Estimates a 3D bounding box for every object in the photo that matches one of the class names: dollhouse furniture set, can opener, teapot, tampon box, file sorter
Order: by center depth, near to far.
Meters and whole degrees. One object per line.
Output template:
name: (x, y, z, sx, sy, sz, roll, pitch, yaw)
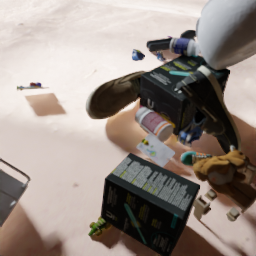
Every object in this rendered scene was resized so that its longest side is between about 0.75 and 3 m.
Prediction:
file sorter: (-3.178, 1.602, 5.474, 1.550, 1.391, 2.234, 35, 57, -12)
tampon box: (0.443, 1.628, 6.138, 1.751, 1.312, 1.105, 24, 36, 21)
dollhouse furniture set: (2.450, 1.647, 6.670, 1.783, 0.789, 0.924, -33, 51, -25)
teapot: (3.049, -3.109, 7.776, 2.869, 2.906, 2.123, -14, 77, -60)
tampon box: (1.772, -1.183, 9.054, 2.300, 1.452, 1.724, -31, 52, -28)
can opener: (1.939, -3.923, 12.383, 2.263, 0.757, 0.604, -11, 45, -11)

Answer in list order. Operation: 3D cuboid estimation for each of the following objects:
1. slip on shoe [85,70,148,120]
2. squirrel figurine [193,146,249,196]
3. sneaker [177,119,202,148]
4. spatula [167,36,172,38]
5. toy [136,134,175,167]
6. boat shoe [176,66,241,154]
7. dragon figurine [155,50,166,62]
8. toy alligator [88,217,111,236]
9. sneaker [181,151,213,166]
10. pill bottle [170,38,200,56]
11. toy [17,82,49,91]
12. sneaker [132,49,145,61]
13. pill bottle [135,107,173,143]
slip on shoe: (-0.111, -1.165, 9.231, 2.875, 1.093, 0.871, -29, 14, -34)
squirrel figurine: (2.192, 0.876, 6.569, 1.128, 0.855, 1.208, -34, 19, -37)
sneaker: (2.034, 0.053, 8.312, 1.284, 0.475, 0.528, -47, 59, -2)
spatula: (1.883, -4.160, 13.113, 0.236, 0.086, 0.836, 12, 45, 12)
toy: (0.788, 0.657, 7.990, 0.993, 0.235, 0.572, 38, 77, 26)
boat shoe: (2.206, -0.265, 7.544, 0.936, 2.770, 0.995, -35, 26, -1)
dragon figurine: (1.328, -3.057, 11.860, 0.245, 0.414, 0.833, -18, 28, -15)
toy alligator: (-0.535, 2.155, 6.500, 0.956, 0.230, 0.317, -32, 51, -29)
sneaker: (1.945, 0.841, 7.387, 1.125, 0.450, 0.402, 7, 84, -23)
pill bottle: (1.863, -2.633, 9.139, 0.895, 0.518, 0.518, 18, 47, 26)
toy: (-3.377, -1.486, 9.904, 1.095, 0.259, 0.631, -7, 7, -6)
sneaker: (0.352, -2.594, 10.254, 0.347, 0.386, 0.939, 11, 27, -18)
pill bottle: (0.763, -0.114, 8.539, 0.652, 0.652, 1.142, -29, 51, -26)
